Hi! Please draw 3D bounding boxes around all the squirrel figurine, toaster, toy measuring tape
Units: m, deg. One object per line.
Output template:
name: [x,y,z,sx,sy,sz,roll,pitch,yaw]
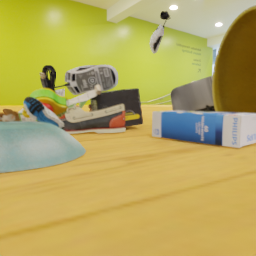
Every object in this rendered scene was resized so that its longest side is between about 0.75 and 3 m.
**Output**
squirrel figurine: [-3.896,-0.273,9.104,0.792,0.600,0.848,-11,-2,38]
toaster: [2.774,-1.046,10.458,2.052,1.217,1.855,-16,-5,30]
toy measuring tape: [-1.867,-0.812,7.442,2.250,0.828,0.828,-21,3,8]

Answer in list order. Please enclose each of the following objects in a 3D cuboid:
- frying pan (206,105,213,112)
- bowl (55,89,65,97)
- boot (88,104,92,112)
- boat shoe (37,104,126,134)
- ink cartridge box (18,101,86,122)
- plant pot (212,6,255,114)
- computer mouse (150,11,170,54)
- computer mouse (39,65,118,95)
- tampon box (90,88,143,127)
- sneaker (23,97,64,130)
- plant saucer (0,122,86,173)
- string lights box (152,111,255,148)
frying pan: [2.425,-0.265,8.189,1.010,0.272,1.669,-5,24,-23]
bowl: [-3.272,-1.196,12.596,0.615,1.310,1.310,13,2,-15]
boot: [-0.835,-0.910,12.753,1.898,0.687,1.578,-9,25,-10]
boat shoe: [-1.224,-0.225,7.361,2.363,0.739,0.841,-2,7,-8]
ink cartridge box: [-2.229,-0.427,8.550,1.877,0.557,0.975,1,29,12]
plant pot: [3.636,-1.205,6.651,2.083,2.934,2.934,3,5,-11]
computer mouse: [1.037,-3.316,9.768,0.326,1.486,0.815,12,34,-12]
computer mouse: [-1.537,-1.512,9.083,2.487,1.364,0.546,-8,27,3]
tampon box: [-0.431,-0.614,8.780,1.296,1.092,1.729,-9,8,-12]
sneaker: [-1.966,-0.309,6.500,0.405,1.081,0.468,-44,22,0]
plant saucer: [-2.001,0.190,4.539,2.598,0.500,2.598,-1,6,0]
string lights box: [1.632,-0.033,6.008,1.059,0.607,2.060,-6,8,-44]
